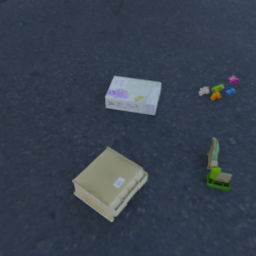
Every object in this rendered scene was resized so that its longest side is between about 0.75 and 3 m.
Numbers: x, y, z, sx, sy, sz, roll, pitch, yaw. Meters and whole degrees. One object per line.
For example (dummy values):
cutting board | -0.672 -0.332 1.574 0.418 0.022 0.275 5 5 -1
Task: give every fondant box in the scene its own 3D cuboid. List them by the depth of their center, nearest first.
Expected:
fondant box | 0.251 -1.495 12.731 2.246 0.654 1.620 8 47 9

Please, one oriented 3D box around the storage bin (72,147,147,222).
storage bin | -0.575 1.837 9.346 1.812 0.855 1.825 29 52 25

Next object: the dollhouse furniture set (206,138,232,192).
dollhouse furniture set | 3.235 1.242 9.800 0.775 1.011 1.543 9 46 9

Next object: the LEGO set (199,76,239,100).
LEGO set | 4.227 -1.804 12.917 1.772 0.676 0.727 -18 28 24
